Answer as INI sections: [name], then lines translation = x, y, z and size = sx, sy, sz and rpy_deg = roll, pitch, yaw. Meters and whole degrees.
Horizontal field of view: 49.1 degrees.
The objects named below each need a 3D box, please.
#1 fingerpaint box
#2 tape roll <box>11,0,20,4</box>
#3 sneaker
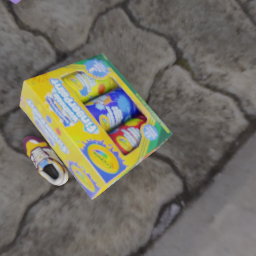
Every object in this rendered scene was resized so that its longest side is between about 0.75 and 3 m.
[fingerpaint box]
translation = -0.709, -0.196, 6.552
size = 2.303, 1.012, 2.760
rpy_deg = -32, 77, -38
[tape roll]
translation = -2.869, -4.055, 7.525
size = 0.442, 1.347, 1.347
rpy_deg = 32, 79, -37
[sneaker]
translation = -2.136, 0.780, 7.116
size = 1.585, 0.714, 0.594
rpy_deg = 45, 83, 7
